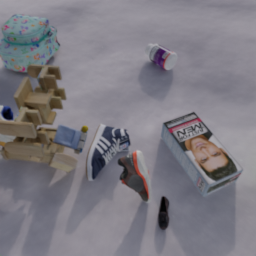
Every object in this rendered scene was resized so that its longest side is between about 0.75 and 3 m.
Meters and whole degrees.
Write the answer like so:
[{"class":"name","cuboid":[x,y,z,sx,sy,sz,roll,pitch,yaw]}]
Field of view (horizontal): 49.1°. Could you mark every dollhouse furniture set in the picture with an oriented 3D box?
[{"class":"dollhouse furniture set","cuboid":[-3.159,-0.212,8.696,1.883,2.834,2.484,5,49,5]},{"class":"dollhouse furniture set","cuboid":[-2.074,0.400,8.806,1.516,1.048,1.606,22,66,-16]}]

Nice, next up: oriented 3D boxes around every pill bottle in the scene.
[{"class":"pill bottle","cuboid":[1.455,-3.248,12.616,1.413,0.795,0.795,37,59,27]}]

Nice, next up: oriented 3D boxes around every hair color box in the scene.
[{"class":"hair color box","cuboid":[2.303,0.771,9.194,1.310,0.803,2.647,-20,53,-16]}]

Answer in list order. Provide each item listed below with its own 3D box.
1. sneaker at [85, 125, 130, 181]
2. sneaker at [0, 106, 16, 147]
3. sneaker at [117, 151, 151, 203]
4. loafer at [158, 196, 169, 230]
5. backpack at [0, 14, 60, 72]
[{"class":"sneaker","cuboid":[-0.598,0.789,9.208,1.196,0.773,2.205,7,47,8]},{"class":"sneaker","cuboid":[-4.367,-0.395,9.354,2.363,0.890,1.042,40,88,23]},{"class":"sneaker","cuboid":[0.182,1.424,8.001,0.800,1.954,0.753,-12,36,8]},{"class":"loafer","cuboid":[0.994,2.418,8.042,0.344,0.302,0.958,-8,44,21]},{"class":"backpack","cuboid":[-4.482,-3.712,12.397,2.275,1.929,2.562,12,56,11]}]
